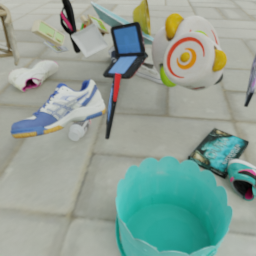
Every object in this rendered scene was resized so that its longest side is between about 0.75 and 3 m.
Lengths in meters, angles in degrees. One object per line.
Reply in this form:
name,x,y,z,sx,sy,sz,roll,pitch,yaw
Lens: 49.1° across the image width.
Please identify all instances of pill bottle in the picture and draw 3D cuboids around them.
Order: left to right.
pill bottle,-1.705,0.002,9.788,0.546,0.546,0.987,9,37,11

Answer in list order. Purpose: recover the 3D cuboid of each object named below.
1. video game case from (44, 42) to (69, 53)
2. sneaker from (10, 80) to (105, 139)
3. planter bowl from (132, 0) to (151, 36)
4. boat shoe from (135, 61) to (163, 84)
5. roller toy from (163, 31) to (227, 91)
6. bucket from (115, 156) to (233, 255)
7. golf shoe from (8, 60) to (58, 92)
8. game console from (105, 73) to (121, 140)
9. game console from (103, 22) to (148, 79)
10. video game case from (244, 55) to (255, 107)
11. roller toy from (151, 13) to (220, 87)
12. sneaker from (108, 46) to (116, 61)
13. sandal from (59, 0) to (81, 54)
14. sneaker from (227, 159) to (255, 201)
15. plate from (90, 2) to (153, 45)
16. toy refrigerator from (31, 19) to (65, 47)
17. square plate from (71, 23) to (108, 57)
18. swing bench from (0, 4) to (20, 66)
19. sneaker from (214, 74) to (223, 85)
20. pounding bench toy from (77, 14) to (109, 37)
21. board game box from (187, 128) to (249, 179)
video game case,-2.998,-3.401,11.696,0.781,0.086,0.711,38,37,13
sneaker,-1.887,-0.534,7.378,2.600,1.146,0.979,-23,13,-33
planter bowl,0.493,-4.169,10.675,0.574,1.377,1.377,-5,36,11
boat shoe,1.366,-2.681,13.209,2.275,0.748,0.819,24,43,29
roller toy,1.095,-1.104,4.726,0.692,0.903,0.990,6,43,-52
bucket,0.882,2.029,6.171,2.510,1.633,2.510,0,36,0
golf shoe,-4.128,-2.322,12.802,2.433,0.916,1.113,-31,63,-33
game console,-0.275,-0.379,4.742,0.143,0.920,0.813,11,45,-3
game console,-0.259,-2.393,8.852,1.439,0.991,1.670,-54,34,-13
video game case,3.776,-1.508,8.478,0.142,1.071,1.499,13,76,17
roller toy,1.867,-2.429,8.807,1.940,2.127,1.486,-14,10,-35
sneaker,-0.543,-3.475,14.387,0.802,1.241,2.287,-8,7,-6
sandal,-2.152,-3.678,10.001,0.459,2.038,0.765,-15,13,-19
sneaker,3.542,1.551,7.572,1.748,0.731,1.055,17,44,15
plate,-0.138,-3.756,10.435,2.943,0.376,2.943,28,21,-12
toy refrigerator,-2.626,-3.138,9.318,0.373,0.405,1.067,7,-9,37
square plate,-1.053,-2.416,7.737,0.758,0.765,0.109,-21,41,17
swing bench,-2.991,-2.034,6.056,1.146,1.140,0.744,1,54,-11
sneaker,1.483,-1.097,6.072,1.533,0.799,0.460,27,86,45
pounding bench toy,-1.772,-4.235,12.238,1.367,1.066,0.849,4,51,-51
board game box,2.920,0.747,9.025,1.273,0.265,1.882,25,44,29
